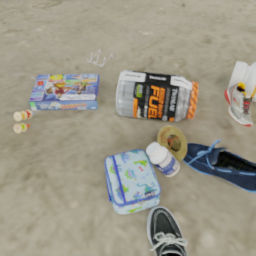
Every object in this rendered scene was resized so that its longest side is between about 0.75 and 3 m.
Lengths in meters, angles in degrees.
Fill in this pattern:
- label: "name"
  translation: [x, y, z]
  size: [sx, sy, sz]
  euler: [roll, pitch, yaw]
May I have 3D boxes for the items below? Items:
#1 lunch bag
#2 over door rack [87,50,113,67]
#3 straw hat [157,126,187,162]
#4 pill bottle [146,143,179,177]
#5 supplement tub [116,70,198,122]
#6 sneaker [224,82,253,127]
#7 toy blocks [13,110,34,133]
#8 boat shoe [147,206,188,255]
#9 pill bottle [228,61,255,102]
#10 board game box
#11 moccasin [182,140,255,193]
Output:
- label: "lunch bag"
  translation: [0.075, 1.599, 8.510]
  size: [1.509, 0.774, 1.878]
  euler: [-11, 47, -6]
- label: "over door rack"
  translation: [-1.343, -3.407, 13.488]
  size: [0.819, 0.369, 1.109]
  euler: [24, 51, 20]
- label: "straw hat"
  translation: [1.605, 0.481, 9.282]
  size: [0.534, 1.261, 1.261]
  euler: [-7, 42, -41]
- label: "pill bottle"
  translation: [1.057, 0.973, 8.683]
  size: [0.620, 1.118, 0.620]
  euler: [-31, 31, 21]
- label: "supplement tub"
  translation: [1.061, -1.163, 10.418]
  size: [2.834, 1.737, 1.737]
  euler: [6, 47, 7]
- label: "sneaker"
  translation: [3.948, -0.849, 9.811]
  size: [0.737, 0.778, 1.894]
  euler: [15, 50, -25]
- label: "toy blocks"
  translation: [-3.717, -0.251, 10.121]
  size: [0.331, 0.759, 0.911]
  euler: [7, 11, 14]
- label: "boat shoe"
  translation: [1.022, 3.064, 7.022]
  size: [0.954, 0.883, 2.585]
  euler: [-2, 47, -2]
- label: "pill bottle"
  translation: [5.533, -1.707, 11.036]
  size: [2.838, 1.600, 1.600]
  euler: [18, 49, 16]
- label: "board game box"
  translation: [-2.561, -1.508, 11.617]
  size: [2.666, 0.459, 1.805]
  euler: [0, 47, 0]
- label: "moccasin"
  translation: [2.889, 0.935, 8.647]
  size: [2.813, 0.959, 1.132]
  euler: [18, 53, 37]
